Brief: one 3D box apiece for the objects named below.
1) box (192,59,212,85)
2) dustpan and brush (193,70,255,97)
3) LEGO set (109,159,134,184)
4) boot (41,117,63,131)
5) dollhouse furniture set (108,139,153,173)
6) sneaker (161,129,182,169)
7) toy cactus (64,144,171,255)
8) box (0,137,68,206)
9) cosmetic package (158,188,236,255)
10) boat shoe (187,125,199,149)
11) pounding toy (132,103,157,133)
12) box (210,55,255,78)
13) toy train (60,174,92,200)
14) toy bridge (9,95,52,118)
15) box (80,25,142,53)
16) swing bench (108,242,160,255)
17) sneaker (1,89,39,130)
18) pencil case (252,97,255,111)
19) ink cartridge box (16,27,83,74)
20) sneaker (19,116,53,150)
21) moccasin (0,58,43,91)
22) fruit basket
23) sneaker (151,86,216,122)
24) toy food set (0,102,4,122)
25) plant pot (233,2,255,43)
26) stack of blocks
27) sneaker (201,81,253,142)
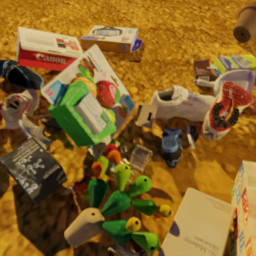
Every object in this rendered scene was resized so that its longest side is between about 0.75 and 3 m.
[{"bbox_3d":[3.071,-2.341,11.631,0.656,0.491,1.310,1,40,6],"label":"box"},{"bbox_3d":[3.510,-1.602,10.536,2.130,0.610,1.487,17,80,15],"label":"dustpan and brush"},{"bbox_3d":[0.091,1.157,7.753,1.499,0.690,0.558,-5,48,-52],"label":"LEGO set"},{"bbox_3d":[-2.491,-0.299,9.284,0.879,0.578,0.307,18,30,15],"label":"boot"},{"bbox_3d":[0.061,0.784,8.085,1.342,0.518,0.671,24,80,22],"label":"dollhouse furniture set"},{"bbox_3d":[1.308,0.567,8.398,0.621,0.690,1.771,-3,19,17],"label":"sneaker"},{"bbox_3d":[-0.412,1.847,6.453,2.264,1.403,2.744,-38,60,1],"label":"toy cactus"},{"bbox_3d":[-2.487,1.118,7.414,1.407,0.753,1.045,38,62,25],"label":"box"},{"bbox_3d":[1.395,2.546,5.995,1.184,0.836,2.288,19,45,19],"label":"cosmetic package"},{"bbox_3d":[2.074,0.257,8.852,0.331,0.350,1.001,-14,32,17],"label":"boat shoe"},{"bbox_3d":[0.501,-0.276,9.184,0.529,1.015,1.156,13,5,-11],"label":"pounding toy"},{"bbox_3d":[4.607,-2.653,12.017,1.903,0.453,1.160,-5,42,-7],"label":"box"},{"bbox_3d":[-1.235,1.684,7.326,0.533,0.390,0.922,42,55,20],"label":"toy train"},{"bbox_3d":[-3.146,-0.597,9.196,1.476,0.201,0.496,20,78,-12],"label":"toy bridge"},{"bbox_3d":[-0.756,-4.421,13.874,2.855,0.592,1.700,6,42,10],"label":"box"},{"bbox_3d":[0.145,2.600,5.984,0.773,0.504,0.777,7,35,40],"label":"swing bench"},{"bbox_3d":[-3.709,-0.836,9.703,0.783,0.849,1.924,6,43,6],"label":"sneaker"},{"bbox_3d":[5.116,-1.258,10.255,0.802,0.767,1.853,38,49,-1],"label":"pencil case"},{"bbox_3d":[-3.206,-3.034,11.422,2.459,1.031,2.158,3,37,-25],"label":"ink cartridge box"},{"bbox_3d":[-2.885,0.161,8.785,0.646,0.588,1.574,-33,62,-16],"label":"sneaker"},{"bbox_3d":[-4.439,-2.154,10.943,2.464,0.991,0.840,20,20,22],"label":"moccasin"},{"bbox_3d":[-0.939,-0.882,8.660,1.325,2.618,2.826,-8,33,47],"label":"fruit basket"},{"bbox_3d":[1.941,-0.841,9.416,2.414,1.203,0.904,-3,53,-1],"label":"sneaker"},{"bbox_3d":[-4.776,-0.923,9.547,1.102,1.170,2.450,-32,48,-30],"label":"toy food set"},{"bbox_3d":[6.052,-5.088,13.968,1.731,1.731,1.510,32,68,31],"label":"plant pot"},{"bbox_3d":[2.691,2.199,5.865,0.771,1.515,2.631,9,43,9],"label":"stack of blocks"},{"bbox_3d":[3.099,-0.583,9.105,1.078,1.137,2.768,39,51,12],"label":"sneaker"}]
